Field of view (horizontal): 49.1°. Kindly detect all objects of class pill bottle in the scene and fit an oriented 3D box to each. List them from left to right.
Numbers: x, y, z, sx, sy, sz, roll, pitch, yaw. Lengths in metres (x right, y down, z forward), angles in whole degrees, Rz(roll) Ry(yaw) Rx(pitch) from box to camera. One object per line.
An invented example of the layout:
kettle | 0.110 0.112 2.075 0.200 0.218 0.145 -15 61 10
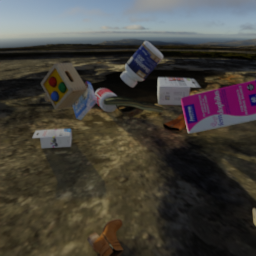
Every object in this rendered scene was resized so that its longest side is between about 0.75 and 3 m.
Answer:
pill bottle | -1.124 -1.433 13.887 0.938 0.938 1.670 -8 22 -19
pill bottle | 0.405 -2.036 9.149 0.789 1.422 0.789 36 21 -17

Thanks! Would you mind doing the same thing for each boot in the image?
boot | -0.298 2.160 5.454 0.838 0.321 0.651 -17 27 -37
boot | 2.461 -0.238 11.355 1.521 0.553 1.616 18 28 38

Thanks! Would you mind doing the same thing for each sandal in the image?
sandal | 0.257 -0.863 12.783 2.832 0.808 1.125 11 14 -14

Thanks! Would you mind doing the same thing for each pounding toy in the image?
pounding toy | -2.481 -1.377 9.400 1.748 1.536 0.800 -39 -12 36

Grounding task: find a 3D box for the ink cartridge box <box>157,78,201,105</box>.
ink cartridge box | 2.687 -2.020 15.287 2.120 1.013 2.415 2 21 4

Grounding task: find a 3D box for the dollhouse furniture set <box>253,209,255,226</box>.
dollhouse furniture set | 3.685 1.659 5.344 1.873 1.329 1.484 -3 21 -7

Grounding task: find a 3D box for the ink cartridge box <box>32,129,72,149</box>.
ink cartridge box | -2.665 0.377 9.914 1.256 0.426 0.723 -2 21 -6

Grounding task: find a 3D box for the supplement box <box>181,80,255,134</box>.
supplement box | 3.241 -0.673 9.815 2.568 1.299 1.327 -13 -2 12

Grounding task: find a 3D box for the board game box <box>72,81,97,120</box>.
board game box | -1.534 -0.942 9.640 0.213 0.982 0.977 21 32 -43
